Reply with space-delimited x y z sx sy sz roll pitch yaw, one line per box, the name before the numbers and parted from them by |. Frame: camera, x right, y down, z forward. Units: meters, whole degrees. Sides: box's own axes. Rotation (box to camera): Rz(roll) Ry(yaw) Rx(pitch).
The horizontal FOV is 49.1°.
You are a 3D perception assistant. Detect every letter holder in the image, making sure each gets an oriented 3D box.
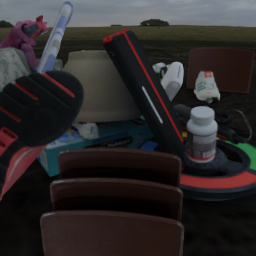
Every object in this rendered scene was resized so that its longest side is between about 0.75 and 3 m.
letter holder | -0.184 1.061 3.979 1.879 1.335 0.945 2 21 5
letter holder | 4.253 -2.793 12.996 2.760 1.962 1.388 8 23 20

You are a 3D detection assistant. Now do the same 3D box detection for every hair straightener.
hair straightener | 1.854 -0.223 6.566 0.481 0.904 2.348 -17 26 -26

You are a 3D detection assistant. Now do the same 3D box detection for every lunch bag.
lunch bag | -3.088 -1.723 10.266 1.188 1.430 1.704 -11 12 -36
lunch bag | -3.897 -0.789 7.233 1.993 2.399 2.861 14 25 32

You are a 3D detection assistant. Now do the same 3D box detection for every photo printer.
photo printer | 1.279 -1.327 8.522 0.430 1.239 1.030 21 50 -7

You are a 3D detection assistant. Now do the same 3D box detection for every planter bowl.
planter bowl | -0.715 -1.078 6.827 2.270 1.528 2.270 -1 13 0

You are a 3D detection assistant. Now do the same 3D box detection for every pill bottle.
pill bottle | 1.293 0.116 4.944 0.514 0.928 0.514 -4 33 3

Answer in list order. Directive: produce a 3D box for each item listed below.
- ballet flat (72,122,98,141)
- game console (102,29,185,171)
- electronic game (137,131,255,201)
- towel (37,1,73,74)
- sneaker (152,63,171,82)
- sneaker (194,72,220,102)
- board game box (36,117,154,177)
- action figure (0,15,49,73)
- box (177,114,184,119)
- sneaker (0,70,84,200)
ballet flat | -0.985 -0.148 6.416 0.494 0.494 1.377 -10 24 -24
game console | 0.402 -0.692 5.766 0.422 2.719 2.404 -26 17 18
electronic game | 1.537 0.658 6.010 2.809 0.585 2.809 0 20 0
towel | -1.949 -1.693 6.963 0.316 1.952 2.658 20 51 -23
sneaker | 1.569 -2.632 14.263 1.192 1.029 2.719 -16 18 -4
sneaker | 3.258 -1.780 11.669 0.779 1.035 2.213 1 21 0
board game box | -0.986 0.100 7.327 2.962 0.695 2.236 -13 25 -30
action figure | -3.519 -2.498 8.522 2.967 1.988 2.210 -33 -26 33
box | 0.809 -0.483 9.176 1.470 0.448 1.824 -4 22 -13
sneaker | -1.951 0.208 4.560 2.977 1.097 1.291 -51 15 -17
